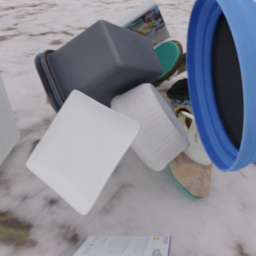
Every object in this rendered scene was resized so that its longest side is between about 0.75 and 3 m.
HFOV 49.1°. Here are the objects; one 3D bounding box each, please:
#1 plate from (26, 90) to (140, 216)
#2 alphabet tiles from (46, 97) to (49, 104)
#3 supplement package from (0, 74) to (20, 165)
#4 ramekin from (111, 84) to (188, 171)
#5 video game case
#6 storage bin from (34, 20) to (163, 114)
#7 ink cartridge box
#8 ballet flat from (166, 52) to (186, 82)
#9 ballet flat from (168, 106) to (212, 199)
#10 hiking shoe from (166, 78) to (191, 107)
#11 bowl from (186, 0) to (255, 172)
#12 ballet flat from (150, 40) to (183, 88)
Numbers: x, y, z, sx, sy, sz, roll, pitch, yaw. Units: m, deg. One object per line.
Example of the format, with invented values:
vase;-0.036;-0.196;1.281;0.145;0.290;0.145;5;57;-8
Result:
plate;-0.682;0.306;4.161;1.448;0.234;1.445;29;83;32
alphabet tiles;-2.437;-0.985;9.564;0.715;0.027;0.859;-8;32;-14
supplement package;-3.435;-0.338;5.988;1.218;2.197;1.711;-9;23;1
ramekin;0.488;-0.090;5.602;0.823;1.768;1.768;-34;29;14
video game case;-0.013;-2.353;7.699;2.255;0.259;2.055;-30;-13;13
storage bin;-0.365;-1.091;5.651;1.539;1.668;2.292;-28;-10;31
ink cartridge box;-0.112;1.876;3.852;1.384;0.300;1.359;-4;0;12
ballet flat;2.138;-2.277;9.865;2.910;0.675;0.980;-18;31;33
ballet flat;1.362;0.320;6.402;0.961;0.950;2.824;18;29;-16
hiking shoe;2.180;-0.770;8.414;0.975;1.136;2.620;-47;33;-13
bowl;1.581;-0.728;4.649;0.564;2.875;2.875;-9;32;0
ballet flat;0.819;-1.682;8.403;0.953;2.786;0.947;-11;76;-39
